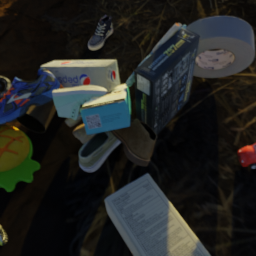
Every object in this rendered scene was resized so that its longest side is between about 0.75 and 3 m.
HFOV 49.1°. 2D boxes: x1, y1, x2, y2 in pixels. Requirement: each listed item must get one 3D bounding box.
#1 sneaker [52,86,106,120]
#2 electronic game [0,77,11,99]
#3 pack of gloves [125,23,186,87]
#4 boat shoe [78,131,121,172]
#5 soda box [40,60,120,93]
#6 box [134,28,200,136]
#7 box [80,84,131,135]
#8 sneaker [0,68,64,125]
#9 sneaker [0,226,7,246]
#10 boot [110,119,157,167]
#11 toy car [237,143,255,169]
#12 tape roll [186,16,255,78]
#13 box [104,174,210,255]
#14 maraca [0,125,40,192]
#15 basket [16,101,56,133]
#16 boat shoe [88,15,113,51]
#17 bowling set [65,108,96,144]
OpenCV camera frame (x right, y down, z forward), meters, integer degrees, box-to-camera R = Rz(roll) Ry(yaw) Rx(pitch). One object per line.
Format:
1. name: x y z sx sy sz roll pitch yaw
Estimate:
1. sneaker: -1.152 -0.608 6.900 1.299 0.766 0.478 -7 22 -5
2. electronic game: -4.975 -1.504 10.538 1.127 0.234 1.127 1 57 -2
3. pack of gloves: 0.992 -2.157 8.827 0.483 2.447 2.055 45 28 2
4. boat shoe: -0.698 0.262 8.939 0.918 0.791 2.550 22 58 15
5. soda box: -1.553 -1.672 8.992 2.489 0.850 0.789 5 30 26
6. box: 1.165 -1.243 8.656 0.725 2.841 2.241 34 64 24
7. box: -0.542 -0.658 8.295 1.171 0.699 2.845 -11 17 5
8. sneaker: -3.287 -0.950 8.357 2.618 1.027 0.986 -31 25 -16
9. sneaker: -3.563 2.806 7.447 0.419 0.362 0.927 -42 59 -15
10. boot: 0.141 0.086 7.883 0.880 0.902 2.390 16 18 -29
11. toy car: 5.182 0.559 8.828 2.821 0.629 2.655 25 58 16
12. tape roll: 3.058 -2.750 9.905 2.578 2.578 0.852 4 71 3
13. box: 0.756 2.785 6.916 1.414 1.158 2.979 -27 59 -18
14. maraca: -3.582 0.821 8.166 1.664 1.299 2.428 -27 54 -24
15. basket: -2.964 -0.651 9.555 1.226 0.925 1.360 21 54 12
16. boat shoe: -1.223 -4.145 12.068 0.648 0.805 1.736 19 56 13
17. bowling set: -1.414 -0.318 8.526 0.954 1.236 1.777 -36 19 -13
